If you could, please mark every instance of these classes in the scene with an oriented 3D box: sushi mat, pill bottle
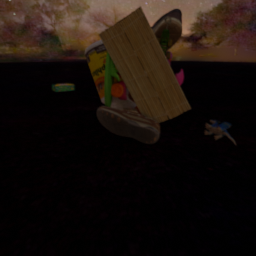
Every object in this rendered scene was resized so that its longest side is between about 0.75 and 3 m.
[{"bbox_3d":[0.428,-1.424,7.136,1.347,2.816,0.170,-21,17,29],"label":"sushi mat"},{"bbox_3d":[-0.503,-1.705,9.602,1.329,2.433,1.329,-20,0,0],"label":"pill bottle"}]

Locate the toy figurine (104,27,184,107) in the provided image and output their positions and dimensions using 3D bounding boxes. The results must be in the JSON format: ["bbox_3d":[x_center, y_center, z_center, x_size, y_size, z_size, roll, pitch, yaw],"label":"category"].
[{"bbox_3d":[0.487,-1.603,7.954,2.148,2.334,1.752,3,9,1],"label":"toy figurine"}]

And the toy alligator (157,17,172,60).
[{"bbox_3d":[0.868,-2.084,6.821,0.385,1.162,0.279,8,35,8],"label":"toy alligator"}]

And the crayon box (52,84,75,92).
[{"bbox_3d":[-3.706,-2.300,15.997,1.144,0.333,0.679,-9,19,-28],"label":"crayon box"}]

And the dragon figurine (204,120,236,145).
[{"bbox_3d":[2.636,0.070,7.870,0.700,0.414,1.407,-10,18,-29],"label":"dragon figurine"}]

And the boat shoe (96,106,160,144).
[{"bbox_3d":[0.023,-0.154,7.540,1.798,0.681,0.645,24,42,5],"label":"boat shoe"}]

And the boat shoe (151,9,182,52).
[{"bbox_3d":[0.861,-2.550,8.169,0.839,0.756,2.333,29,-24,-12],"label":"boat shoe"}]

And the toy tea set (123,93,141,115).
[{"bbox_3d":[0.444,-1.030,8.786,1.240,2.085,0.772,10,26,-31],"label":"toy tea set"}]
